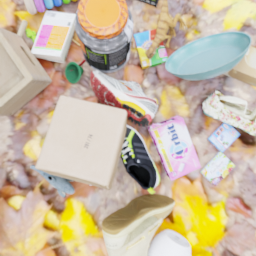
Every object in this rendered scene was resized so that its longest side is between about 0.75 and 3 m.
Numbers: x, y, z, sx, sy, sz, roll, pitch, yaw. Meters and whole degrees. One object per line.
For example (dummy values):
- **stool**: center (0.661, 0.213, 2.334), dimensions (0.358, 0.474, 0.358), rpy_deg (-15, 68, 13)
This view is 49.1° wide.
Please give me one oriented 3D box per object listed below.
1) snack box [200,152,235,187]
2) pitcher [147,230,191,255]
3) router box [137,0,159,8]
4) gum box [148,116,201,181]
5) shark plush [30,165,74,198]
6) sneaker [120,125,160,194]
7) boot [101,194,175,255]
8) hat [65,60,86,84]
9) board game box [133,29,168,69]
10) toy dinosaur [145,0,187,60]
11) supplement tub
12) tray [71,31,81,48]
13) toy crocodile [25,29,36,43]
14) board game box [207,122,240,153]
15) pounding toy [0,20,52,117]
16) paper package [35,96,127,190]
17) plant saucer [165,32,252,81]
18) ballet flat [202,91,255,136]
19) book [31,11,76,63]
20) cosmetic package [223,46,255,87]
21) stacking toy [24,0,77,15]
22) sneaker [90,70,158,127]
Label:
- **snack box**: center (3.107, 1.431, 9.777), dimensions (0.713, 0.266, 1.003), rpy_deg (44, 86, 4)
- **pitcher**: center (0.825, 4.362, 9.022), dimensions (1.917, 1.355, 2.235), rpy_deg (28, 95, 11)
- **router box**: center (0.654, -5.904, 10.315), dimensions (1.767, 0.733, 2.358), rpy_deg (20, 84, 2)
- **gum box**: center (1.528, 0.618, 9.383), dimensions (1.110, 0.647, 1.955), rpy_deg (-23, 102, -3)
- **shark plush**: center (-2.495, 1.669, 9.526), dimensions (1.711, 0.712, 0.777), rpy_deg (43, 86, 4)
- **sneaker**: center (0.221, 0.957, 9.271), dimensions (0.934, 1.078, 2.604), rpy_deg (-39, 82, 17)
- **boot**: center (0.413, 3.488, 8.673), dimensions (1.084, 2.979, 2.315), rpy_deg (7, 103, 39)
- **hat**: center (-1.737, -2.076, 10.241), dimensions (0.907, 0.799, 0.751), rpy_deg (-38, 81, 36)
- **board game box**: center (0.822, -2.888, 10.236), dimensions (0.981, 0.258, 1.282), rpy_deg (-15, 84, -2)
- **toy dinosaur**: center (1.267, -3.690, 9.531), dimensions (1.462, 0.832, 2.753), rpy_deg (4, 98, -41)
- **supplement tub**: center (-0.730, -2.962, 8.910), dimensions (1.741, 2.841, 1.741), rpy_deg (0, 83, -3)
- **tray**: center (-1.613, -3.620, 10.339), dimensions (0.595, 0.223, 1.206), rpy_deg (38, 86, 3)
- **toy crocodile**: center (-3.458, -3.286, 10.285), dimensions (0.921, 0.284, 0.311), rpy_deg (46, 55, 6)
- **board game box**: center (3.392, 0.314, 9.943), dimensions (0.927, 0.170, 0.701), rpy_deg (-44, 86, -4)
- **pounding toy**: center (-4.080, -2.128, 9.526), dimensions (2.394, 1.848, 2.600), rpy_deg (-36, 87, 12)
- **paper package**: center (-1.323, 0.482, 8.652), dimensions (2.272, 1.233, 2.384), rpy_deg (14, 74, 4)
- **plant saucer**: center (2.627, -2.308, 9.260), dimensions (2.786, 2.786, 0.501), rpy_deg (-29, 120, -3)
- **ballet flat**: center (3.975, -0.426, 9.522), dimensions (2.897, 0.926, 1.096), rpy_deg (20, 41, 2)
- **book**: center (-2.632, -3.299, 9.998), dimensions (1.212, 0.436, 1.814), rpy_deg (12, 75, 10)
- **cosmetic package**: center (4.434, -2.154, 9.920), dimensions (2.061, 0.733, 1.084), rpy_deg (21, 84, 2)
- **stacking toy**: center (-2.260, -5.015, 10.081), dimensions (2.989, 1.276, 1.276), rpy_deg (-15, 84, -9)
- **sneaker**: center (-0.177, -1.169, 9.808), dimensions (2.715, 1.057, 1.116), rpy_deg (36, 62, 5)
